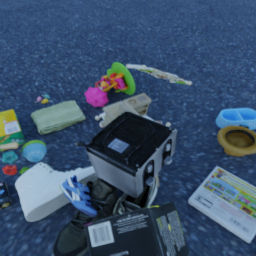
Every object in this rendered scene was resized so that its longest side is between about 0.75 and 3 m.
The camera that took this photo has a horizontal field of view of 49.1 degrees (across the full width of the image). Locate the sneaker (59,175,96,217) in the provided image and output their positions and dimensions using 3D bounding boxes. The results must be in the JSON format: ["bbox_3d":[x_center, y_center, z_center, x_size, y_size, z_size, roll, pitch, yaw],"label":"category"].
[{"bbox_3d":[-1.281,1.816,7.535,1.394,0.515,0.573,39,79,27],"label":"sneaker"}]

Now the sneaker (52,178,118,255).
[{"bbox_3d":[-1.160,2.391,7.824,1.012,1.516,2.647,22,41,26],"label":"sneaker"}]

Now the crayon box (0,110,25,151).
[{"bbox_3d":[-5.515,0.300,10.891,2.549,0.743,1.514,-19,45,-20],"label":"crayon box"}]

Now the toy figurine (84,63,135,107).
[{"bbox_3d":[-1.137,-1.826,12.964,2.060,1.680,2.238,-35,30,-21],"label":"toy figurine"}]

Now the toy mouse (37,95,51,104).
[{"bbox_3d":[-4.017,-1.412,13.246,0.826,0.160,0.734,-11,43,-12],"label":"toy mouse"}]

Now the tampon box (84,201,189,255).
[{"bbox_3d":[0.284,2.505,6.235,1.546,2.063,1.303,-21,73,16],"label":"tampon box"}]

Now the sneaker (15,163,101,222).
[{"bbox_3d":[-2.195,1.593,9.212,2.934,1.081,1.695,-24,50,-22],"label":"sneaker"}]

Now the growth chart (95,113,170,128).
[{"bbox_3d":[0.106,-0.206,11.861,2.760,0.245,1.997,31,51,31],"label":"growth chart"}]

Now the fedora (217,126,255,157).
[{"bbox_3d":[4.147,0.608,10.598,1.679,0.685,1.679,2,40,-2],"label":"fedora"}]

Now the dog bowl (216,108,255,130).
[{"bbox_3d":[4.680,-0.393,11.897,1.821,0.451,1.015,-3,42,-4],"label":"dog bowl"}]

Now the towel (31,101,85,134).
[{"bbox_3d":[-3.025,-0.512,12.082,2.056,0.375,1.525,-21,45,-22],"label":"towel"}]

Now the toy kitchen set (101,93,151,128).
[{"bbox_3d":[0.515,-0.357,10.385,2.097,1.896,2.324,-23,57,-31],"label":"toy kitchen set"}]

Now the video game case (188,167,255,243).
[{"bbox_3d":[3.318,2.346,9.007,2.081,0.238,1.894,30,50,30],"label":"video game case"}]

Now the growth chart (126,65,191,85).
[{"bbox_3d":[1.151,-2.116,11.024,2.289,0.203,1.657,14,5,-21],"label":"growth chart"}]

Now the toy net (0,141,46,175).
[{"bbox_3d":[-3.955,0.797,8.886,2.672,1.402,0.516,25,28,-45],"label":"toy net"}]

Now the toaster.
[{"bbox_3d":[0.032,0.634,7.793,2.120,1.258,1.917,23,50,31],"label":"toaster"}]

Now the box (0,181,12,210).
[{"bbox_3d":[-4.409,2.318,9.007,1.122,0.258,0.892,-21,46,-21],"label":"box"}]

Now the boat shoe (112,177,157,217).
[{"bbox_3d":[0.000,2.491,8.080,1.049,0.945,2.967,16,55,17],"label":"boat shoe"}]

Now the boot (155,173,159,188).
[{"bbox_3d":[0.385,1.456,9.745,1.274,0.554,1.532,1,45,-1],"label":"boot"}]
